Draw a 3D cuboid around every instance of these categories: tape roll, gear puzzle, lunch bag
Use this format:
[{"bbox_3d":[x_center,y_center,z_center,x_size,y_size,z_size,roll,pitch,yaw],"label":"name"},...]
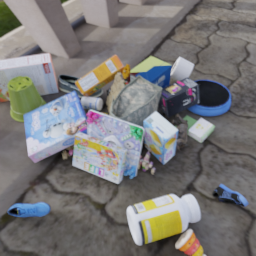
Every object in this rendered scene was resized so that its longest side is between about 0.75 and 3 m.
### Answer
[{"bbox_3d":[2.684,-2.894,14.230,0.801,1.166,1.166,26,50,-3],"label":"tape roll"},{"bbox_3d":[-0.372,-1.708,12.329,0.327,2.500,1.295,7,38,-25],"label":"gear puzzle"},{"bbox_3d":[0.051,-0.522,11.590,1.514,2.112,2.575,32,55,20],"label":"lunch bag"}]

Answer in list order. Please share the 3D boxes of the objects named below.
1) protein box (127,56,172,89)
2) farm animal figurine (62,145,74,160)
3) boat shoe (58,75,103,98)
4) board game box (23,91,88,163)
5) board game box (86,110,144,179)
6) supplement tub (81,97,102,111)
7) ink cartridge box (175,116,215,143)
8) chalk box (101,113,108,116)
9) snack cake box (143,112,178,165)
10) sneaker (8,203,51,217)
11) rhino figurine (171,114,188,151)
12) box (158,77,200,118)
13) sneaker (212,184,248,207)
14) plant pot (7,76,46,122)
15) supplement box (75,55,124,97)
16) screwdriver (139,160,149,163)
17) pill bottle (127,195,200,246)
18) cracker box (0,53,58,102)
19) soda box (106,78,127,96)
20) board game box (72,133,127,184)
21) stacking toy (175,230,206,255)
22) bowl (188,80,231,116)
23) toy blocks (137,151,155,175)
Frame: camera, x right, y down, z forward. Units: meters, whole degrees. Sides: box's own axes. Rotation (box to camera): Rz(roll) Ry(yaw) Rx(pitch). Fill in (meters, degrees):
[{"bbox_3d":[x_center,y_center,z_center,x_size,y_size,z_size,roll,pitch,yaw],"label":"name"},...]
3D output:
[{"bbox_3d":[0.990,-2.033,13.210,1.220,1.809,1.795,32,55,26],"label":"protein box"},{"bbox_3d":[-2.345,0.895,11.443,0.928,0.484,0.918,-30,43,-20],"label":"farm animal figurine"},{"bbox_3d":[-2.441,-2.107,13.935,2.465,0.762,0.898,15,48,19],"label":"boat shoe"},{"bbox_3d":[-3.026,-0.131,11.764,2.563,0.559,2.576,-27,47,-1],"label":"board game box"},{"bbox_3d":[-0.621,0.657,10.438,2.232,2.233,0.289,20,33,17],"label":"board game box"},{"bbox_3d":[-1.697,-1.139,13.095,0.893,0.589,0.589,8,47,15],"label":"supplement tub"},{"bbox_3d":[2.938,-0.057,12.409,1.424,0.341,1.036,35,56,26],"label":"ink cartridge box"},{"bbox_3d":[-1.249,-0.387,12.398,0.514,0.824,0.511,1,89,-23],"label":"chalk box"},{"bbox_3d":[1.214,0.428,10.694,0.669,1.991,1.145,-39,63,-17],"label":"snack cake box"},{"bbox_3d":[-3.328,2.792,9.396,1.416,0.555,0.467,-4,86,10],"label":"sneaker"},{"bbox_3d":[2.218,0.263,11.856,0.752,0.514,1.720,33,45,-23],"label":"rhino figurine"},{"bbox_3d":[2.244,-1.376,12.504,1.680,1.027,0.891,-25,41,-10],"label":"box"},{"bbox_3d":[3.502,2.446,9.708,0.533,0.479,1.367,-39,21,-11],"label":"sneaker"},{"bbox_3d":[-4.727,-1.431,12.784,1.717,1.631,1.717,0,46,0],"label":"plant pot"},{"bbox_3d":[-1.280,-2.396,13.142,2.337,0.778,0.804,-31,79,6],"label":"supplement box"},{"bbox_3d":[0.110,1.136,10.778,1.886,0.263,0.274,1,53,43],"label":"screwdriver"},{"bbox_3d":[1.142,2.877,9.052,2.192,1.228,1.228,-12,48,-12],"label":"pill bottle"},{"bbox_3d":[-4.965,-2.396,13.467,2.848,1.907,0.821,-11,51,-10],"label":"cracker box"},{"bbox_3d":[-0.057,-1.941,13.873,0.738,0.660,2.086,31,55,33],"label":"soda box"},{"bbox_3d":[-1.107,1.127,10.550,2.036,1.369,0.348,18,26,18],"label":"board game box"},{"bbox_3d":[2.069,3.775,8.723,1.034,0.756,0.756,42,58,11],"label":"stacking toy"},{"bbox_3d":[3.782,-1.515,13.554,2.358,0.463,2.358,-1,45,1],"label":"bowl"},{"bbox_3d":[0.756,1.292,10.854,0.764,0.714,0.643,17,59,19],"label":"toy blocks"}]
